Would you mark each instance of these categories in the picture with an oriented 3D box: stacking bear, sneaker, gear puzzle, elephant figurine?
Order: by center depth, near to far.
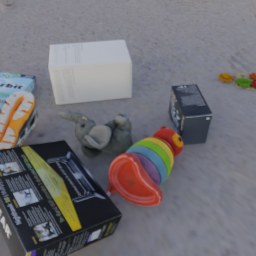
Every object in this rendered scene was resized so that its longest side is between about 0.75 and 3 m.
[{"bbox_3d":[0.633,0.753,6.985,1.336,1.251,2.200,54,47,-4],"label":"stacking bear"},{"bbox_3d":[-0.852,0.232,7.574,1.794,1.269,1.392,-8,30,-17],"label":"elephant figurine"},{"bbox_3d":[-3.254,0.264,7.728,1.020,1.007,2.607,21,65,14],"label":"sneaker"},{"bbox_3d":[4.500,-1.829,10.375,2.271,0.297,1.176,10,44,11],"label":"gear puzzle"}]

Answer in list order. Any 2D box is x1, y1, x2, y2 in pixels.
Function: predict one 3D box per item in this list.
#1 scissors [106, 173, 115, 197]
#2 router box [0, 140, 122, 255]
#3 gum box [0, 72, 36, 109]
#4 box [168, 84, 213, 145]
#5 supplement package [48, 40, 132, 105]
[{"bbox_3d":[-0.438,1.629,6.836,0.505,0.096,1.380,23,52,2],"label":"scissors"},{"bbox_3d":[-1.741,1.421,6.024,2.096,0.696,2.666,-7,40,-42],"label":"router box"},{"bbox_3d":[-4.174,-1.290,9.514,1.525,0.400,1.795,6,38,-1],"label":"gum box"},{"bbox_3d":[1.782,-0.410,8.269,0.804,1.114,1.501,-6,43,-5],"label":"box"},{"bbox_3d":[-1.255,-1.917,9.569,2.589,1.519,1.514,-6,44,-6],"label":"supplement package"}]
